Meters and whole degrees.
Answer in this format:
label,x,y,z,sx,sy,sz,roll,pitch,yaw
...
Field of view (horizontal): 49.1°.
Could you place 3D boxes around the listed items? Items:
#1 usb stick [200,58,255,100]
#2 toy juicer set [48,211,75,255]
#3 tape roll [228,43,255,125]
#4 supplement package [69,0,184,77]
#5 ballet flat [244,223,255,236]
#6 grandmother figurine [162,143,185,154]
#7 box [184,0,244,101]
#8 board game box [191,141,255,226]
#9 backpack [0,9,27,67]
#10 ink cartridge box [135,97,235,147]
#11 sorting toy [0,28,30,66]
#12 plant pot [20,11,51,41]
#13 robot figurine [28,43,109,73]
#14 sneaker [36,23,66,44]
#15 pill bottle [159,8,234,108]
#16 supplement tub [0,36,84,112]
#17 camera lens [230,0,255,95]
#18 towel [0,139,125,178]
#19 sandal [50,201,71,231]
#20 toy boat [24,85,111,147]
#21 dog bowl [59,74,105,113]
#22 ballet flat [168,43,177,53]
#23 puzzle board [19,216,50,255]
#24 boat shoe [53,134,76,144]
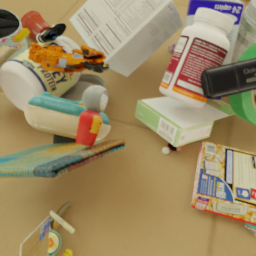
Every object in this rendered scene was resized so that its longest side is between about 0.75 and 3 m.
label,x,y,z,sx,sy,sz,roll,pitch,yaw
usb stick,2.903,-1.230,6.323,2.571,0.419,0.713,-13,92,-3
toy juicer set,-1.624,2.618,6.292,0.832,0.356,1.308,15,73,7
tape roll,3.642,-1.132,7.220,2.213,2.213,0.532,-21,26,-15
supplement package,0.018,-3.174,8.434,2.476,1.879,1.866,-40,76,16
ballet flat,3.318,2.500,6.596,1.190,0.428,0.428,7,52,1
grandmother figurine,1.361,0.541,8.235,0.800,0.242,0.485,-26,29,-15
box,2.389,-2.599,8.661,1.414,2.694,2.478,9,30,10
board game box,3.022,1.422,7.055,2.574,0.596,1.950,14,41,11
backpack,-4.947,-3.073,9.945,2.549,1.919,2.263,-31,58,-18
ink cartridge box,1.797,-0.401,8.369,2.604,0.624,1.895,-12,33,-33
sorting toy,-3.577,-1.854,7.743,2.486,0.333,1.852,-47,32,-12
plant pot,-3.641,-3.999,11.331,1.009,1.038,1.038,42,63,19
robot figurine,-1.354,-1.690,6.815,1.852,0.539,1.343,-12,33,-40
sneaker,-1.951,-2.547,7.550,0.956,0.349,0.535,-42,36,-26
pill bottle,1.718,-1.698,6.953,1.229,2.176,1.229,20,14,-5
supplement tub,-2.366,-1.574,8.008,1.555,1.555,2.145,24,49,18
camera lens,4.357,-2.544,8.955,2.128,2.660,2.128,3,47,-3
towel,-1.723,0.651,5.781,2.832,0.307,2.077,-6,8,36
sandal,-1.767,2.279,6.796,0.311,0.463,1.153,45,58,5
toy boat,-1.101,-0.311,6.106,2.055,2.445,1.136,15,88,-28
dog bowl,-1.768,-0.759,8.555,2.393,0.702,2.393,-10,37,8
ballet flat,2.197,-3.268,11.114,1.273,0.440,0.453,-26,75,-13
puzzle board,-1.814,2.428,5.408,0.117,1.349,1.017,5,94,3
boat shoe,-1.733,-0.202,8.466,0.933,0.799,2.549,6,54,4
